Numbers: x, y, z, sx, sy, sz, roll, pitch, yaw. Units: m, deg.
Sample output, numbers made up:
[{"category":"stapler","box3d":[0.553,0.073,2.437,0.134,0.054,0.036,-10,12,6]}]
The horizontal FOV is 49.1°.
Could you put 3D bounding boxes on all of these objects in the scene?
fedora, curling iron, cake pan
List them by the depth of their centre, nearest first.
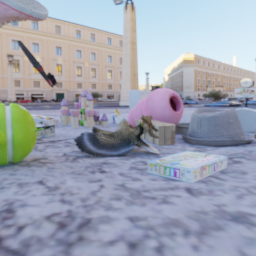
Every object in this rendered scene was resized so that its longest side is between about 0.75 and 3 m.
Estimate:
[{"category":"fedora","box3d":[2.909,-0.104,9.215,2.475,1.117,2.189,-5,7,-35]},{"category":"curling iron","box3d":[-3.739,-2.569,11.575,0.333,0.646,2.607,-26,-36,8]},{"category":"cake pan","box3d":[2.757,0.023,11.691,1.904,0.349,1.904,0,6,0]}]

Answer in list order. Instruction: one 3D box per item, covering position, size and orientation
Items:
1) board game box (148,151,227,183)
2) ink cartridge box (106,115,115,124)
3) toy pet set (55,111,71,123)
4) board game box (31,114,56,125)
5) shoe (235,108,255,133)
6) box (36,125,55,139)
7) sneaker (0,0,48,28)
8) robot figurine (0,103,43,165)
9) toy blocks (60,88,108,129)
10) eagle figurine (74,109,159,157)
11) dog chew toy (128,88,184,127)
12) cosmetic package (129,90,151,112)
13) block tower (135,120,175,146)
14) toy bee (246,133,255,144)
[{"category":"board game box","box3d":[1.196,0.725,5.522,0.958,0.244,1.426,5,8,42]},{"category":"ink cartridge box","box3d":[-0.974,-0.498,16.038,0.169,0.479,0.803,-3,6,-35]},{"category":"toy pet set","box3d":[-4.004,-0.653,16.448,1.239,0.705,1.327,1,7,14]},{"category":"board game box","box3d":[-4.985,-0.417,14.040,2.370,0.410,1.496,7,8,-3]},{"category":"shoe","box3d":[4.743,-0.407,12.500,2.855,1.020,1.299,0,9,41]},{"category":"box","box3d":[-4.084,0.119,10.296,2.257,0.450,1.545,2,6,17]},{"category":"sneaker","box3d":[-2.339,-2.229,5.496,1.512,0.790,0.569,18,38,-7]},{"category":"robot figurine","box3d":[-2.992,0.149,5.848,2.271,1.314,1.993,-3,-2,-23]},{"category":"toy blocks","box3d":[-2.166,-1.048,14.398,2.275,1.915,2.126,-4,7,-30]},{"category":"eagle figurine","box3d":[-0.219,0.211,7.334,1.902,1.435,1.443,-28,-46,14]},{"category":"dog chew toy","box3d":[0.988,-0.592,11.597,1.647,1.647,2.645,-5,-11,-41]},{"category":"cosmetic package","box3d":[0.687,-1.020,14.532,0.627,1.830,2.428,3,6,18]},{"category":"block tower","box3d":[0.871,0.113,9.527,0.629,0.674,2.331,-2,8,-15]},{"category":"toy bee","box3d":[4.172,0.289,8.769,0.818,0.445,0.536,-3,8,-28]}]
